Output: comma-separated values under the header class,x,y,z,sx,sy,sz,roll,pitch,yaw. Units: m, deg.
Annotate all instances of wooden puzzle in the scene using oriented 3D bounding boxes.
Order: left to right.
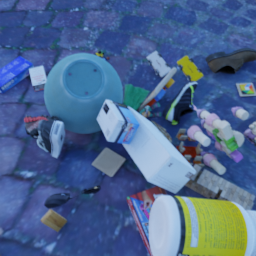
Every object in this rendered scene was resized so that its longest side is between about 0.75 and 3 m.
class,x,y,z,sx,sy,sz,roll,pitch,yaw
wooden puzzle,-0.666,1.181,9.604,0.900,0.168,0.832,27,58,22
wooden puzzle,1.177,-1.371,10.658,0.379,1.637,1.516,41,60,0
wooden puzzle,4.946,-1.616,11.702,0.704,0.142,0.761,-3,53,-2

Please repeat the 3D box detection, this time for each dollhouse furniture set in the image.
class,x,y,z,sx,sy,sz,roll,pitch,yaw
dollhouse furniture set,1.806,0.813,9.676,1.403,0.730,1.418,5,53,-11

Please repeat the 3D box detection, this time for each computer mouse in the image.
class,x,y,z,sx,sy,sz,roll,pitch,yaw
computer mouse,-1.712,2.012,8.475,1.875,0.550,0.319,-19,96,7

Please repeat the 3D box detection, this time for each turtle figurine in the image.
class,x,y,z,sx,sy,sz,roll,pitch,yaw
turtle figurine,0.696,-0.507,10.513,1.171,0.877,0.590,-25,43,-27

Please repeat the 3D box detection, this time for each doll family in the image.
class,x,y,z,sx,sy,sz,roll,pitch,yaw
doll family,-1.259,-3.196,12.749,0.621,0.421,1.074,-21,61,-20

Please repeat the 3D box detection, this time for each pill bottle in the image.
class,x,y,z,sx,sy,sz,roll,pitch,yaw
pill bottle,2.125,2.709,7.330,2.896,1.628,1.628,8,52,-12

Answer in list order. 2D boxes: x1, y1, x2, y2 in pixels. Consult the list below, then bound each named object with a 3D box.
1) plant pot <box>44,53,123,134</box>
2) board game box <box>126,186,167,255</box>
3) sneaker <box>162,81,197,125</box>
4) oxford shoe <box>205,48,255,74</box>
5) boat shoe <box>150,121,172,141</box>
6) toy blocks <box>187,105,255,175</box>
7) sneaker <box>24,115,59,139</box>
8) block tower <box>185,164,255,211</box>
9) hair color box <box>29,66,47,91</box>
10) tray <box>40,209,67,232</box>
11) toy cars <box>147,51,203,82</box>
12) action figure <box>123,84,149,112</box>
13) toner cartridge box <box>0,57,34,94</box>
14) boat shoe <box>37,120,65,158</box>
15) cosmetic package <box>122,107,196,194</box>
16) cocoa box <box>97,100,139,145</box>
class,x,y,z,sx,sy,sz,roll,pitch,yaw
plant pot,-1.508,-1.360,9.652,2.907,1.958,2.907,1,81,-9
board game box,0.955,2.934,8.240,1.241,0.234,2.411,-17,55,-14
sneaker,2.200,-0.904,10.873,0.879,0.761,2.122,35,69,18
oxford shoe,4.670,-2.819,12.286,2.467,0.896,1.041,-14,72,-9
boat shoe,1.164,0.185,10.220,0.431,0.441,1.167,-6,45,-32
toy blocks,2.984,0.109,9.191,1.971,1.842,1.659,-37,32,-1
sneaker,-2.976,-0.030,9.607,1.694,0.599,0.828,-2,83,37
block tower,2.804,1.948,8.740,2.194,0.634,0.593,29,58,19
hair color box,-3.807,-2.107,11.939,0.620,0.357,1.118,-16,53,-12
tray,-2.115,2.664,8.016,0.151,0.817,0.403,31,71,37
toy cars,1.981,-2.535,11.998,2.562,0.567,1.149,14,77,18
action figure,0.115,-0.851,10.931,1.010,0.467,1.709,15,62,9
toner cartridge box,-5.021,-2.295,12.050,0.865,0.393,1.821,32,60,20
boat shoe,-2.491,0.354,8.877,0.768,2.248,0.830,16,70,-6
cosmetic package,0.676,0.618,8.680,1.027,1.411,2.775,-48,40,11
cocoa box,-0.317,-0.176,8.378,0.762,0.775,1.162,12,29,-33
